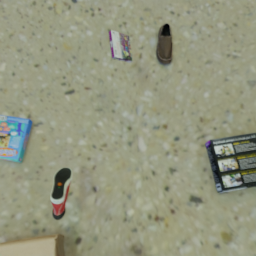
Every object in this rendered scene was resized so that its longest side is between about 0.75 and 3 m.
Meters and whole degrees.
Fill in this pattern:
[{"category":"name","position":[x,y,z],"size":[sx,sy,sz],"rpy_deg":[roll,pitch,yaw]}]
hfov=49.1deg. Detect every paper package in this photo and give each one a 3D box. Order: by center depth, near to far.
[{"category":"paper package","position":[-3.214,4.632,8.460],"size":[2.516,1.302,2.398],"rpy_deg":[-7,73,-3]}]

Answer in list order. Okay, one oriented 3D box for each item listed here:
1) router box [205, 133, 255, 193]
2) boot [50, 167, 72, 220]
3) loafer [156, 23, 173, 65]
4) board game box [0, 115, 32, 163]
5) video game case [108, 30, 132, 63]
[{"category":"router box","position":[4.200,1.162,9.875],"size":[2.480,0.633,1.849],"rpy_deg":[-8,73,-3]},{"category":"boot","position":[-2.031,2.000,8.542],"size":[0.530,1.056,1.465],"rpy_deg":[6,35,-2]},{"category":"loafer","position":[1.456,-3.426,11.289],"size":[0.664,0.645,1.817],"rpy_deg":[-2,73,-1]},{"category":"board game box","position":[-4.332,0.389,10.259],"size":[1.217,0.360,1.600],"rpy_deg":[9,73,3]},{"category":"video game case","position":[-0.223,-2.450,8.480],"size":[0.772,0.152,0.851],"rpy_deg":[-1,81,-46]}]
